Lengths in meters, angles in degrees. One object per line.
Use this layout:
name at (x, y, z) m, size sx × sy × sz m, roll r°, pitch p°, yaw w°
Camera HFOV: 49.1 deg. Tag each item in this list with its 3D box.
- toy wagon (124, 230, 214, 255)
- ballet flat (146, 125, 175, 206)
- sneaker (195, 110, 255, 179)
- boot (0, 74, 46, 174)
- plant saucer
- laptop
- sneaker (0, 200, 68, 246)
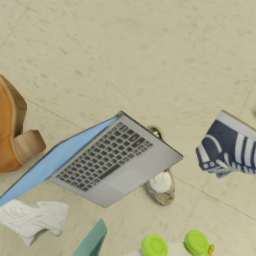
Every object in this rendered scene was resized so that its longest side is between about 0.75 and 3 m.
toy wagon at (0.618, 2.365, 4.706) m, size 2.354 × 1.826 × 0.466 m, roll 7°, pitch 42°, yaw -29°
ballet flat at (0.770, 0.978, 7.450) m, size 0.755 × 0.838 × 2.225 m, roll -9°, pitch 80°, yaw 6°
sneaker at (1.747, 0.545, 4.142) m, size 0.988 × 0.639 × 1.822 m, roll -53°, pitch 38°, yaw 10°
boot at (-3.738, -0.012, 7.675) m, size 2.111 × 1.043 × 2.719 m, roll -28°, pitch 88°, yaw -1°
plant saucer at (-1.100, 2.584, 4.291) m, size 0.266 × 2.801 × 0.979 m, roll 26°, pitch 118°, yaw 13°
laptop at (-0.634, 0.950, 4.675) m, size 2.439 × 1.413 × 2.283 m, roll 35°, pitch 124°, yaw -26°
sneaker at (-2.273, 2.049, 6.043) m, size 1.865 × 0.727 × 0.927 m, roll 0°, pitch 66°, yaw 0°
